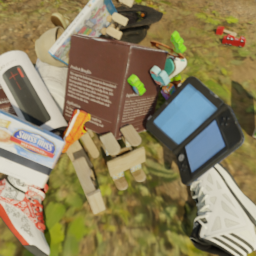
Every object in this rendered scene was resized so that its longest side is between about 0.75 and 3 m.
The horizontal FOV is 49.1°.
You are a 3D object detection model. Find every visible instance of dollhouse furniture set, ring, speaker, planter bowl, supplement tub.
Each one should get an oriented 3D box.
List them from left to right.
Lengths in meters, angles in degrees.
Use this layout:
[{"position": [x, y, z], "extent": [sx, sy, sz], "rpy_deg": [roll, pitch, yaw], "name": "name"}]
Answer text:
[{"position": [-2.624, -0.796, 7.520], "extent": [1.025, 1.025, 2.524], "rpy_deg": [-27, 78, -20], "name": "speaker"}, {"position": [-2.489, -1.442, 9.164], "extent": [1.303, 1.303, 1.974], "rpy_deg": [-1, 53, -1], "name": "supplement tub"}, {"position": [-2.306, -2.398, 8.505], "extent": [0.790, 1.174, 1.174], "rpy_deg": [-6, 51, 12], "name": "planter bowl"}, {"position": [-1.442, 0.593, 8.251], "extent": [1.089, 0.933, 1.145], "rpy_deg": [-39, 27, -27], "name": "dollhouse furniture set"}, {"position": [-0.407, -2.777, 6.890], "extent": [0.674, 1.036, 0.952], "rpy_deg": [21, 13, -19], "name": "dollhouse furniture set"}, {"position": [-0.296, 1.064, 6.700], "extent": [1.712, 1.501, 1.137], "rpy_deg": [-22, 46, -14], "name": "dollhouse furniture set"}, {"position": [1.037, -2.064, 7.545], "extent": [1.036, 1.036, 0.099], "rpy_deg": [30, 100, 22], "name": "ring"}]

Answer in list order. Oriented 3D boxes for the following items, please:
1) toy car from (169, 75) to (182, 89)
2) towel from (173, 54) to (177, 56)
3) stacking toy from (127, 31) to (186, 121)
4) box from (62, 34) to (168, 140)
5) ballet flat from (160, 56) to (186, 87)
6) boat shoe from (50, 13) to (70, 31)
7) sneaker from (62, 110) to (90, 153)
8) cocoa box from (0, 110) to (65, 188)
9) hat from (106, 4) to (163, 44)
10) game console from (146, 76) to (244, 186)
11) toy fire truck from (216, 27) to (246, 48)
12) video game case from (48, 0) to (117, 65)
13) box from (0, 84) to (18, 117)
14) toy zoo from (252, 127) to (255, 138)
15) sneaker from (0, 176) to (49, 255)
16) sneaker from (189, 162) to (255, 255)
[{"position": [1.442, -1.261, 9.228], "extent": [0.795, 0.653, 0.628], "rpy_deg": [-37, 20, -35], "name": "toy car"}, {"position": [1.408, -2.120, 9.040], "extent": [0.551, 0.751, 0.081], "rpy_deg": [10, 70, -34], "name": "towel"}, {"position": [0.934, -1.085, 7.197], "extent": [1.661, 2.203, 0.518], "rpy_deg": [-48, 49, -11], "name": "stacking toy"}, {"position": [-0.375, -1.170, 7.727], "extent": [1.944, 2.344, 1.924], "rpy_deg": [23, 21, 30], "name": "box"}, {"position": [1.083, -1.715, 9.112], "extent": [0.778, 2.240, 0.778], "rpy_deg": [7, 75, -27], "name": "ballet flat"}, {"position": [-2.243, -3.603, 9.630], "extent": [0.540, 1.474, 0.462], "rpy_deg": [31, 86, 1], "name": "boat shoe"}, {"position": [-1.326, 0.159, 6.891], "extent": [0.506, 1.311, 0.478], "rpy_deg": [22, 32, -21], "name": "sneaker"}, {"position": [-2.359, 0.384, 6.013], "extent": [1.651, 1.101, 1.083], "rpy_deg": [28, 85, -20], "name": "cocoa box"}, {"position": [-0.054, -3.984, 11.206], "extent": [2.912, 1.175, 2.912], "rpy_deg": [-1, 40, 1], "name": "hat"}, {"position": [1.403, 0.107, 6.495], "extent": [1.131, 1.912, 1.632], "rpy_deg": [22, 39, -23], "name": "game console"}, {"position": [4.273, -3.790, 11.668], "extent": [1.226, 0.299, 0.865], "rpy_deg": [14, 53, 11], "name": "toy fire truck"}, {"position": [-1.192, -2.695, 7.853], "extent": [0.191, 1.534, 2.143], "rpy_deg": [43, 96, 7], "name": "video game case"}, {"position": [-3.816, -0.740, 8.665], "extent": [1.214, 1.202, 1.464], "rpy_deg": [-14, 53, -11], "name": "box"}, {"position": [4.203, -0.501, 7.479], "extent": [0.232, 2.264, 1.485], "rpy_deg": [24, 82, 1], "name": "toy zoo"}, {"position": [-2.345, 1.940, 6.799], "extent": [2.373, 0.792, 1.272], "rpy_deg": [35, 62, 27], "name": "sneaker"}, {"position": [1.863, 1.819, 6.723], "extent": [1.619, 1.062, 2.814], "rpy_deg": [-28, 59, -23], "name": "sneaker"}]
